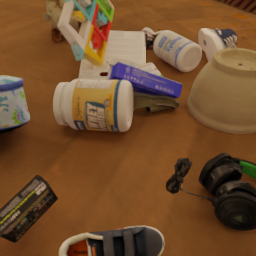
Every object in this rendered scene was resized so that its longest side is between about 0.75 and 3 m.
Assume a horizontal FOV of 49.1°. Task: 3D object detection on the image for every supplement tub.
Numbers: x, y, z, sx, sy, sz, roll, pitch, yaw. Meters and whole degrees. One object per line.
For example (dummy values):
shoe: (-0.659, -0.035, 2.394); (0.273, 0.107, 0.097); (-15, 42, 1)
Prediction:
supplement tub: (-0.784, -0.546, 6.686); (1.687, 1.220, 1.220); (3, 37, 9)
supplement tub: (1.686, -2.656, 9.663); (1.005, 1.005, 1.524); (-21, 44, -25)

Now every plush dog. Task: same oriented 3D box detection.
plush dog: (-2.102, -4.675, 11.688); (2.226, 2.592, 2.080); (-7, 70, 7)

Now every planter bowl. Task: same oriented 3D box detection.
planter bowl: (2.776, -1.122, 7.249); (2.258, 1.520, 2.258); (1, 37, 0)

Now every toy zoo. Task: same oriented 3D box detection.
toy zoo: (-1.236, -3.287, 8.680); (0.299, 1.916, 2.920); (-4, 65, 29)

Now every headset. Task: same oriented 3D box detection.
headset: (1.793, 0.960, 4.858); (2.326, 1.093, 1.436); (4, 35, -14)

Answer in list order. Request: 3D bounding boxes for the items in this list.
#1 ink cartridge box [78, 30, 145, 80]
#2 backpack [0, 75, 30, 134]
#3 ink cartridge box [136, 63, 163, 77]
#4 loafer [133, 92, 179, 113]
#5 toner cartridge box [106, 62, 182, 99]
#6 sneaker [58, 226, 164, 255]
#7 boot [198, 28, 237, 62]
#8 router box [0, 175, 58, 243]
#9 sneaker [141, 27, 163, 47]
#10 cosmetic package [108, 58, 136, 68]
ink cartridge box: (-0.479, -2.372, 9.825); (2.218, 0.686, 2.735); (2, 55, -1)
backpack: (-3.478, -0.611, 6.014); (2.431, 1.787, 2.225); (-14, 19, -28)
ink cartridge box: (0.619, -1.536, 8.533); (0.658, 0.379, 0.902); (-18, 50, -10)
loafer: (0.675, -0.615, 7.485); (1.395, 0.486, 0.524); (7, -3, -8)
toner cartridge box: (0.407, -1.183, 7.345); (1.815, 0.392, 0.862); (15, -4, -19)
sneaker: (-0.202, 1.523, 3.457); (1.330, 0.528, 0.522); (-10, 71, 2)
boot: (3.463, -3.065, 10.180); (1.253, 1.009, 2.774); (-5, 36, 3)
router box: (-1.595, 1.271, 4.362); (0.303, 0.730, 0.975); (37, 65, 15)
sneaker: (0.922, -3.420, 11.085); (0.766, 0.713, 1.775); (-32, 38, -21)
cosmetic package: (-0.166, -1.798, 8.207); (0.757, 0.384, 0.270); (19, 72, 31)
